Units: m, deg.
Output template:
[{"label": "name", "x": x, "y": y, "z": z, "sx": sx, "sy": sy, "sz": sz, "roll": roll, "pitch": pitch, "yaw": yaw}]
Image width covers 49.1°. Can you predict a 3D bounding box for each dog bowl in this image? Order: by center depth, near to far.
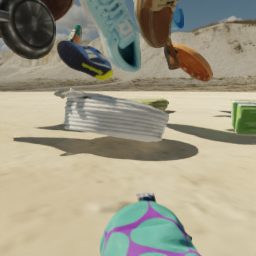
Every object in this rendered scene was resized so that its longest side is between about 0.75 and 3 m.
[{"label": "dog bowl", "x": 1.110, "y": -3.641, "z": 8.085, "sx": 0.418, "sy": 1.685, "sz": 0.939, "roll": -9, "pitch": 21, "yaw": 36}]

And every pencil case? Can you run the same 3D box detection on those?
[{"label": "pencil case", "x": 0.198, "y": 0.684, "z": 1.097, "sx": 0.510, "sy": 0.470, "sz": 1.103, "roll": -9, "pitch": 11, "yaw": -11}]

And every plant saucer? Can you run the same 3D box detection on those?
[{"label": "plant saucer", "x": 2.505, "y": -2.622, "z": 11.118, "sx": 2.056, "sy": 0.332, "sz": 2.056, "roll": 39, "pitch": -2, "yaw": 2}]

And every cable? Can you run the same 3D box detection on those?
[{"label": "cable", "x": -0.212, "y": -0.151, "z": 5.005, "sx": 1.839, "sy": 0.637, "sz": 1.838, "roll": 10, "pitch": -1, "yaw": 14}]

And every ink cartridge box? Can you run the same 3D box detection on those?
[{"label": "ink cartridge box", "x": 3.180, "y": -0.304, "z": 6.849, "sx": 1.161, "sy": 0.663, "sz": 2.237, "roll": 2, "pitch": 9, "yaw": 14}]

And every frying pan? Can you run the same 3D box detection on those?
[{"label": "frying pan", "x": -2.289, "y": -2.293, "z": 5.518, "sx": 0.367, "sy": 1.363, "sz": 2.253, "roll": 4, "pitch": -19, "yaw": 38}]

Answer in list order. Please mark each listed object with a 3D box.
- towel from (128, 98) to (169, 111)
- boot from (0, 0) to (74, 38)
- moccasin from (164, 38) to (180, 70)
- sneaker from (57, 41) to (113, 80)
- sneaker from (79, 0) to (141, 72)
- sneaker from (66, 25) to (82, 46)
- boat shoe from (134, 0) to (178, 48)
[{"label": "towel", "x": 0.369, "y": -0.866, "z": 11.107, "sx": 2.033, "sy": 0.500, "sz": 2.741, "roll": 3, "pitch": 10, "yaw": 22}, {"label": "boot", "x": -2.950, "y": -3.113, "z": 7.749, "sx": 2.734, "sy": 0.989, "sz": 2.275, "roll": -15, "pitch": 26, "yaw": 24}, {"label": "moccasin", "x": 1.616, "y": -2.706, "z": 10.134, "sx": 0.510, "sy": 1.322, "sz": 0.484, "roll": -6, "pitch": -29, "yaw": -9}, {"label": "sneaker", "x": -1.287, "y": -2.107, "z": 8.417, "sx": 1.839, "sy": 0.756, "sz": 0.680, "roll": 25, "pitch": -45, "yaw": -35}, {"label": "sneaker", "x": -0.224, "y": -2.444, "z": 6.421, "sx": 1.009, "sy": 2.729, "sz": 1.118, "roll": -41, "pitch": 49, "yaw": -11}, {"label": "sneaker", "x": -1.862, "y": -3.027, "z": 9.527, "sx": 0.404, "sy": 1.010, "sz": 0.360, "roll": 1, "pitch": 16, "yaw": -45}, {"label": "boat shoe", "x": 0.731, "y": -3.136, "z": 6.521, "sx": 0.955, "sy": 2.523, "sz": 0.906, "roll": -21, "pitch": 28, "yaw": -28}]
